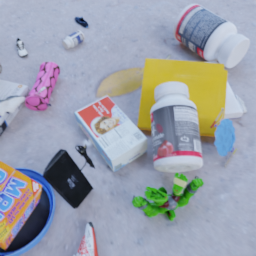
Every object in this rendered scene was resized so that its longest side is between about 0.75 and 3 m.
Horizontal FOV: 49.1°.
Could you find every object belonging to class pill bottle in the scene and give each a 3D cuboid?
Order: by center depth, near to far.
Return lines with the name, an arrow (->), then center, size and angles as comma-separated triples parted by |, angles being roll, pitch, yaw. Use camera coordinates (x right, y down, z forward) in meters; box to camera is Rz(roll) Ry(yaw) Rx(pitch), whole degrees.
pill bottle -> 1.405, -0.022, 8.483 | 1.415, 1.415, 2.557 | -2, 71, -1
pill bottle -> 3.445, -3.786, 11.695 | 1.723, 1.723, 2.881 | -31, 58, -22
pill bottle -> -2.472, -3.935, 12.579 | 0.537, 0.537, 0.968 | 34, 59, 24

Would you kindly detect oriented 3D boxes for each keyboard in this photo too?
keyboard -> -1.400, 1.224, 7.455 | 0.218, 2.112, 1.342 | 26, 63, 31

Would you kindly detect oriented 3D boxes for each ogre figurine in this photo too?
ogre figurine -> 1.042, 1.942, 7.585 | 1.886, 1.131, 0.925 | -31, 54, -23

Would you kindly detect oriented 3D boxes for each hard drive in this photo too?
hard drive -> 2.945, -1.463, 10.741 | 1.871, 0.360, 2.837 | -6, 52, -5

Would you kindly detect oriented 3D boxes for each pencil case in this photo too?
pencil case -> -3.134, -1.618, 10.476 | 0.941, 0.971, 2.073 | 10, 52, -7

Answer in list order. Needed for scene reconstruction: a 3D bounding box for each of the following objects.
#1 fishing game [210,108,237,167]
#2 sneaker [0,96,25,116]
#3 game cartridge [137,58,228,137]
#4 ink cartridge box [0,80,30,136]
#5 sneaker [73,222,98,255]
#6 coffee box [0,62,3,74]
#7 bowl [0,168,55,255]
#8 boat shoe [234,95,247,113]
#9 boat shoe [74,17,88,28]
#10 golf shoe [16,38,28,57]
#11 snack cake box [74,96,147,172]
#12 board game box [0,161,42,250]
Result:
fishing game -> 2.959, 0.281, 8.676 | 0.265, 1.707, 1.223 | 7, 48, 47
sneaker -> -4.013, -0.786, 9.559 | 0.457, 0.534, 1.226 | 4, 24, 31
game cartridge -> 1.857, -1.054, 9.626 | 2.872, 0.466, 2.532 | 7, 82, 6
ink cartridge box -> -5.395, -0.750, 10.044 | 2.728, 0.641, 2.696 | 13, 54, 11
sneaker -> -1.153, 3.122, 7.067 | 0.760, 0.473, 1.417 | -9, 55, -10
coffee box -> -5.422, -1.866, 9.365 | 1.137, 1.631, 2.853 | 6, 43, -1
bowl -> -3.240, 2.295, 7.709 | 2.505, 0.492, 2.505 | 0, 52, 0
boat shoe -> 4.142, -0.893, 10.351 | 0.271, 0.296, 0.824 | -3, 51, -11
boat shoe -> -2.263, -5.274, 13.756 | 0.994, 0.341, 0.418 | 35, 60, 24
golf shoe -> -4.719, -3.516, 12.284 | 0.410, 0.498, 1.054 | -23, 57, -18
snack cake box -> -0.587, 0.125, 9.186 | 1.342, 0.784, 2.334 | -31, 58, -17
board game box -> -3.268, 1.901, 7.008 | 1.506, 1.506, 1.507 | 31, 56, -2
